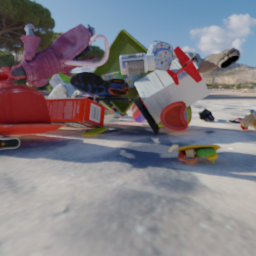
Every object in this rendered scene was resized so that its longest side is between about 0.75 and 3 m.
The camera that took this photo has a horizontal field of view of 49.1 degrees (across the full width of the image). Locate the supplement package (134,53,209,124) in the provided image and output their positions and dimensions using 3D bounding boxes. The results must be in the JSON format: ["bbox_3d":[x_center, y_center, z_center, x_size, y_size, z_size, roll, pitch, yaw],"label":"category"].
[{"bbox_3d":[1.610,-1.471,10.469,2.258,1.320,1.324,-29,40,8],"label":"supplement package"}]

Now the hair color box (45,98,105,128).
[{"bbox_3d":[-2.416,-0.504,10.224,2.807,0.860,1.425,1,-9,24],"label":"hair color box"}]

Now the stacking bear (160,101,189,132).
[{"bbox_3d":[1.718,-0.303,9.802,0.923,0.986,1.623,-7,-6,19],"label":"stacking bear"}]

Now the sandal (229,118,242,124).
[{"bbox_3d":[5.224,-0.332,12.852,0.448,0.269,1.194,-7,10,-44],"label":"sandal"}]

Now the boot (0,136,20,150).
[{"bbox_3d":[-3.389,0.354,7.142,1.006,0.364,0.726,4,2,-41],"label":"boot"}]

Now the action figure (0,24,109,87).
[{"bbox_3d":[-2.206,-1.835,8.165,2.857,1.914,2.127,-32,52,-25],"label":"action figure"}]

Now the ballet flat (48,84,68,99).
[{"bbox_3d":[-2.835,-1.102,11.034,0.740,0.740,2.064,-3,-10,-21],"label":"ballet flat"}]

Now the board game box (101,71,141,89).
[{"bbox_3d":[-0.265,-1.950,11.526,1.444,0.757,0.744,-4,13,37],"label":"board game box"}]

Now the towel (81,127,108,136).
[{"bbox_3d":[-1.108,0.096,9.393,0.498,0.105,1.158,1,10,19],"label":"towel"}]

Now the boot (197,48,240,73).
[{"bbox_3d":[2.782,-2.004,8.628,1.326,0.466,0.970,-35,19,21],"label":"boot"}]

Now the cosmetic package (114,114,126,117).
[{"bbox_3d":[-1.282,-1.191,16.984,1.218,1.029,2.281,-5,6,-36],"label":"cosmetic package"}]

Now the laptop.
[{"bbox_3d":[0.052,-0.487,10.201,2.116,1.227,1.982,1,7,9],"label":"laptop"}]

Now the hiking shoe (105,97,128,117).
[{"bbox_3d":[-1.045,-1.079,14.628,2.081,0.902,0.774,14,42,24],"label":"hiking shoe"}]

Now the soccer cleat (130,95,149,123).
[{"bbox_3d":[0.781,-1.648,12.159,0.988,2.961,1.132,5,5,-37],"label":"soccer cleat"}]

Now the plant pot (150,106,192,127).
[{"bbox_3d":[1.698,-0.590,11.637,1.327,1.397,1.397,-17,13,-20],"label":"plant pot"}]

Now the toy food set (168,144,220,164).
[{"bbox_3d":[1.354,0.569,5.678,1.079,0.353,0.635,1,-17,-11],"label":"toy food set"}]

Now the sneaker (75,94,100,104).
[{"bbox_3d":[-1.561,-1.077,10.334,1.052,0.369,0.432,7,0,20],"label":"sneaker"}]

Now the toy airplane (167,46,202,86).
[{"bbox_3d":[1.722,-1.898,8.968,0.251,1.366,1.366,-30,24,-35],"label":"toy airplane"}]

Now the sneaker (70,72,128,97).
[{"bbox_3d":[-1.056,-1.407,9.918,2.095,0.789,0.822,10,-14,-26],"label":"sneaker"}]

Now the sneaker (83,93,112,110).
[{"bbox_3d":[-1.129,-1.305,11.054,0.640,0.701,1.733,16,-21,40],"label":"sneaker"}]

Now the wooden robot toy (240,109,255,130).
[{"bbox_3d":[4.869,-0.121,10.433,2.015,0.888,0.915,-8,46,-50],"label":"wooden robot toy"}]

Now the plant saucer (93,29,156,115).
[{"bbox_3d":[-0.059,-2.347,11.920,2.689,2.693,0.645,48,23,28],"label":"plant saucer"}]

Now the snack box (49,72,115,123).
[{"bbox_3d":[-1.997,-1.326,12.421,0.700,2.641,1.878,-47,-18,30],"label":"snack box"}]

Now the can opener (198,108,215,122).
[{"bbox_3d":[3.985,-0.598,14.324,0.630,0.782,1.988,-39,-8,16],"label":"can opener"}]

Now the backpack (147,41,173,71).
[{"bbox_3d":[1.097,-2.495,9.701,1.022,0.974,0.788,3,17,-31],"label":"backpack"}]

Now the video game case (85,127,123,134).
[{"bbox_3d":[-0.852,0.085,10.235,0.833,0.111,1.166,5,10,38],"label":"video game case"}]

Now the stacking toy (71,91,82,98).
[{"bbox_3d":[-1.768,-1.079,11.127,0.856,0.625,0.625,17,-6,-42],"label":"stacking toy"}]

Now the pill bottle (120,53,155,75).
[{"bbox_3d":[0.301,-2.064,9.005,1.088,0.619,0.619,-5,7,3],"label":"pill bottle"}]

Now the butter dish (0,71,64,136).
[{"bbox_3d":[-3.622,-0.713,8.277,2.580,1.907,2.573,-2,-1,27],"label":"butter dish"}]
